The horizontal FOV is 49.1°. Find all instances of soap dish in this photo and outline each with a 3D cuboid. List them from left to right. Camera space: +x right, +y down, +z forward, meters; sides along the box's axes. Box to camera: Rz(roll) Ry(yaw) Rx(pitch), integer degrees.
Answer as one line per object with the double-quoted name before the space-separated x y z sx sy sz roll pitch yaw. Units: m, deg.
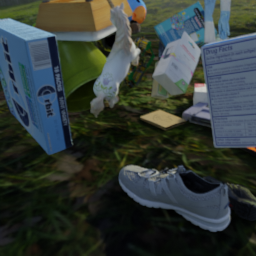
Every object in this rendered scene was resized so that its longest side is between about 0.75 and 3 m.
"soap dish" -1.249 -3.397 8.386 2.005 1.035 2.548 9 33 22

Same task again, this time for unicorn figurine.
"unicorn figurine" -0.323 -1.720 7.299 1.094 2.962 2.035 9 -2 5

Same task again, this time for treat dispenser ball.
"treat dispenser ball" 0.156 -4.794 11.628 1.189 1.189 1.189 0 24 0

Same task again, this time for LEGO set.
"LEGO set" 0.077 -2.244 9.291 0.975 1.683 1.294 30 7 20

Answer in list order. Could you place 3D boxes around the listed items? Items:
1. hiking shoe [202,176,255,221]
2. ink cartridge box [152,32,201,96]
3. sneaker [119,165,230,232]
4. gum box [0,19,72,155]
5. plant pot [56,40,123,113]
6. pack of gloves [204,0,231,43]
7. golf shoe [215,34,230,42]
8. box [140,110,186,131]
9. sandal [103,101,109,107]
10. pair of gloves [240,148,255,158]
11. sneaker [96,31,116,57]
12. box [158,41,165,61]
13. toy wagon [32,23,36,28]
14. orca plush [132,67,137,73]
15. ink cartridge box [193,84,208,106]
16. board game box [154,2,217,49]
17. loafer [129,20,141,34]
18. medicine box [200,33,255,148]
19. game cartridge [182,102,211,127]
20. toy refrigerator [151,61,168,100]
"hiking shoe" 2.494 1.621 6.757 1.511 0.572 0.760 31 29 35
"ink cartridge box" 1.527 -1.972 8.590 0.573 0.997 1.702 -5 53 53
"sneaker" 1.046 1.291 6.605 2.804 1.149 1.048 14 28 28
"gum box" -2.331 -1.072 6.457 0.632 2.409 2.835 -21 35 -30
"plant pot" -1.439 -1.781 8.466 1.962 1.962 1.889 -18 73 -35
"pack of gloves" 2.310 -2.970 7.475 1.115 1.327 0.262 -16 20 -36
"golf shoe" 3.786 -2.770 11.426 0.842 2.150 1.045 19 67 31
"box" 1.405 -0.330 11.453 1.195 0.156 1.462 -19 31 -35
"sandal" -1.218 -1.075 12.933 0.273 0.406 1.012 -7 18 43
"pair of gloves" 4.797 0.465 9.522 2.386 0.295 2.126 -7 25 -18
"sneaker" -0.853 -3.668 11.838 1.064 1.209 2.857 -1 -17 -6
"box" 2.107 -3.281 12.713 1.350 0.806 1.372 -4 60 15
"toy wagon" -2.650 -3.187 9.651 0.467 1.832 2.361 41 14 12
"orca plush" -0.449 -2.573 11.206 1.232 0.832 2.342 5 8 44
"ink cartridge box" 4.350 -1.463 13.141 2.478 0.836 1.443 5 25 10
"board game box" 2.140 -3.628 10.590 1.888 1.425 0.443 -27 -11 8
"loafer" 0.254 -3.885 10.571 0.440 0.428 1.205 -12 30 2
"medicine box" 3.196 -0.920 6.598 2.351 2.581 1.329 -3 16 34
"game cartridge" 3.871 -0.459 11.377 2.828 0.543 1.833 16 33 32
"toy refrigerator" 1.082 -1.531 8.946 0.435 1.147 0.401 12 -7 -23
